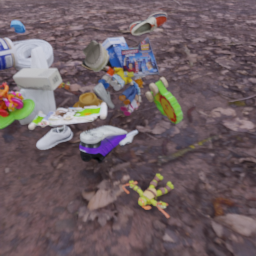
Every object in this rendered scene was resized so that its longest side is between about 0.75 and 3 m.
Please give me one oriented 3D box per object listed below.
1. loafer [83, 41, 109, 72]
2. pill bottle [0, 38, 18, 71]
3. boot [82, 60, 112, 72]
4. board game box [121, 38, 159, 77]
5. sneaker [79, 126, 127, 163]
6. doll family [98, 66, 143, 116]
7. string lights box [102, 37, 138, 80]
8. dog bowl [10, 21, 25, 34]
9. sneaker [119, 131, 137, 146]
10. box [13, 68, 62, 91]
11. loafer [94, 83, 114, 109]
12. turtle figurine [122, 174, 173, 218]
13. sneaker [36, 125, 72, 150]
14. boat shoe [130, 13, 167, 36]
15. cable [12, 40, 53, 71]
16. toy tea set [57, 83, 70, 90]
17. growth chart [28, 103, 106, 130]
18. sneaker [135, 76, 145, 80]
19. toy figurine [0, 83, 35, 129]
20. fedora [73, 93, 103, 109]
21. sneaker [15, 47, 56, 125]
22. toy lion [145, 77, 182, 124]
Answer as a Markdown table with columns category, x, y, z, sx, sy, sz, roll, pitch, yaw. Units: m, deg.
| category | x | y | z | sx | sy | sz | roll | pitch | yaw |
| --- | --- | --- | --- | --- | --- | --- | --- | --- | --- |
| loafer | -1.079 | -2.596 | 10.276 | 0.886 | 0.800 | 2.343 | -45 | 30 | 13 |
| pill bottle | -4.877 | -2.417 | 9.650 | 1.806 | 1.045 | 1.045 | -26 | 42 | -34 |
| boot | -1.536 | -3.419 | 14.001 | 1.656 | 1.146 | 0.642 | 5 | 64 | 1 |
| board game box | 0.379 | -2.260 | 8.964 | 1.163 | 1.163 | 0.359 | -4 | 17 | 4 |
| sneaker | -0.581 | 0.400 | 6.333 | 0.509 | 0.728 | 1.463 | 18 | 18 | 32 |
| doll family | -0.003 | -1.583 | 10.570 | 0.969 | 2.149 | 1.334 | -18 | 29 | 40 |
| string lights box | -0.268 | -2.781 | 11.387 | 0.897 | 1.746 | 0.515 | -22 | -5 | -43 |
| dog bowl | -4.382 | -4.020 | 11.153 | 0.424 | 0.189 | 0.761 | -5 | -6 | 1 |
| sneaker | 0.008 | 0.359 | 9.378 | 0.834 | 0.295 | 0.305 | -29 | 2 | -31 |
| box | -2.788 | -1.501 | 8.622 | 1.386 | 0.474 | 0.570 | 7 | 43 | 26 |
| loafer | -0.787 | -1.122 | 9.984 | 0.381 | 1.091 | 0.381 | -46 | 40 | -10 |
| turtle figurine | 0.812 | 2.155 | 8.938 | 1.804 | 0.581 | 1.455 | 25 | 36 | 33 |
| sneaker | -1.862 | 0.214 | 6.900 | 0.932 | 0.375 | 0.356 | -25 | 50 | 0 |
| boat shoe | 0.838 | -4.079 | 11.090 | 1.587 | 0.565 | 0.496 | -19 | 39 | 2 |
| cable | -3.791 | -2.817 | 11.017 | 1.661 | 0.575 | 1.661 | -17 | 55 | -15 |
| toy tea set | -2.770 | -1.822 | 11.218 | 0.920 | 0.341 | 0.547 | 4 | 25 | -40 |
| growth chart | -1.776 | -0.406 | 8.729 | 2.378 | 0.211 | 1.721 | -8 | 21 | -10 |
| sneaker | 0.580 | -2.458 | 13.137 | 0.303 | 0.823 | 0.475 | 18 | 34 | -19 |
| toy figurine | -3.922 | -0.970 | 7.976 | 1.870 | 1.721 | 1.404 | -3 | 55 | 20 |
| fedora | -1.916 | -1.214 | 13.620 | 1.765 | 0.720 | 1.765 | 0 | 34 | 0 |
| sneaker | -3.346 | -1.346 | 9.429 | 1.504 | 2.603 | 0.959 | -10 | 17 | -17 |
| toy lion | 0.914 | -0.586 | 6.816 | 0.397 | 1.158 | 1.110 | -30 | 85 | -8 |
